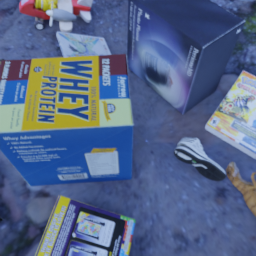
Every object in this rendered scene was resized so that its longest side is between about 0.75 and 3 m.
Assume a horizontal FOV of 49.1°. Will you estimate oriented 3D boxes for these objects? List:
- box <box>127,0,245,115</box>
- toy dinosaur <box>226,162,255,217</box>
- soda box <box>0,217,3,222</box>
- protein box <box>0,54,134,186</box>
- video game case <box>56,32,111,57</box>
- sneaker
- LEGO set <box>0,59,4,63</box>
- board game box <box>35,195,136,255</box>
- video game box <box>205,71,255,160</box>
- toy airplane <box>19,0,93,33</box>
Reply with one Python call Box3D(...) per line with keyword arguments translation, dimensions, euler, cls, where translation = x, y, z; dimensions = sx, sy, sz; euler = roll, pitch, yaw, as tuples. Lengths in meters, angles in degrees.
Box3D(translation=(1.432, -2.395, 8.345), dimensions=(1.720, 2.792, 2.769), euler=(-36, 64, -21), cls="box")
Box3D(translation=(3.420, 2.019, 6.928), dimensions=(1.455, 0.827, 2.739), euler=(-28, 49, 10), cls="toy dinosaur")
Box3D(translation=(-4.243, 1.773, 6.986), dimensions=(2.285, 0.724, 0.809), euler=(35, 64, 20), cls="soda box")
Box3D(translation=(-1.331, -0.030, 6.848), dimensions=(2.816, 2.837, 1.914), euler=(-4, 58, -2), cls="protein box")
Box3D(translation=(-1.419, -2.630, 9.617), dimensions=(1.774, 0.195, 1.617), euler=(-3, 54, -31), cls="video game case")
Box3D(translation=(2.073, 0.749, 7.709), dimensions=(1.539, 0.581, 0.886), euler=(33, 47, 3), cls="sneaker")
Box3D(translation=(-4.147, -1.274, 9.055), dimensions=(1.636, 0.714, 2.519), euler=(20, 47, 10), cls="LEGO set")
Box3D(translation=(-1.017, 2.874, 6.015), dimensions=(1.904, 0.653, 2.303), euler=(20, 54, -4), cls="board game box")
Box3D(translation=(3.750, -0.260, 8.040), dimensions=(2.259, 0.529, 2.058), euler=(33, 80, 19), cls="video game box")
Box3D(translation=(-2.508, -4.724, 10.426), dimensions=(2.448, 1.727, 2.437), euler=(31, 64, 16), cls="toy airplane")
